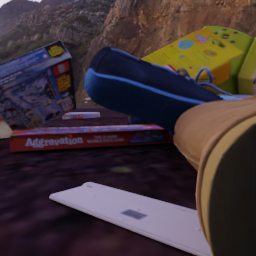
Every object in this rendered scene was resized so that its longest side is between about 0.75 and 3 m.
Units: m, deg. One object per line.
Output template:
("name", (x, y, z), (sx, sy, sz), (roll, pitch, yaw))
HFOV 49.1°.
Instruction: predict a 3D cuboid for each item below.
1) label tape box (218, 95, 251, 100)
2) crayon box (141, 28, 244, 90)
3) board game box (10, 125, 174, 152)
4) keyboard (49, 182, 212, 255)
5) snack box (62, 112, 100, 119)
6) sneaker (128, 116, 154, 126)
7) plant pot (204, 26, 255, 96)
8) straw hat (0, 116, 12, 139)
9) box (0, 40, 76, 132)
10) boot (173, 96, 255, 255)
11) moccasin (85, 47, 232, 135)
("label tape box", (2.506, -0.380, 6.909), (2.634, 0.871, 1.887), (-5, 11, -31))
("crayon box", (1.580, -1.676, 7.969), (2.775, 0.705, 1.761), (-28, 50, -7))
("board game box", (-0.532, 0.124, 4.802), (2.695, 0.262, 1.388), (-2, 3, -20))
("keyboard", (0.067, 0.514, 1.680), (1.335, 0.071, 0.376), (4, 11, 40))
("snack box", (-2.144, -0.586, 13.104), (0.769, 0.260, 2.138), (2, 5, 21))
("sneaker", (0.923, -0.547, 8.725), (1.079, 1.036, 2.750), (9, 11, 33))
("plant pot", (3.373, -1.713, 9.388), (2.271, 2.503, 2.491), (14, -31, 36))
("straw hat", (-3.234, -0.404, 6.365), (2.553, 1.080, 2.553), (1, 4, 0))
("box", (-1.580, -0.560, 4.797), (1.309, 0.381, 1.912), (-28, -14, -17))
("boot", (1.583, 0.046, 1.988), (2.546, 0.962, 2.908), (1, 4, 11))
("moccasin", (0.707, -0.520, 4.029), (2.581, 0.880, 1.039), (23, -38, -22))
